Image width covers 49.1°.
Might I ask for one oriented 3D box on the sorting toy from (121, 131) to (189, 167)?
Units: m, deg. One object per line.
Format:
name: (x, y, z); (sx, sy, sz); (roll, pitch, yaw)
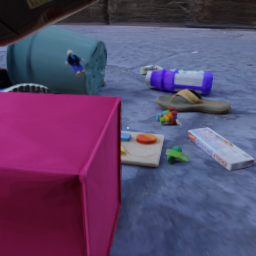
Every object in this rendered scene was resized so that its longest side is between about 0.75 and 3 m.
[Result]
sorting toy: (0.422, 0.433, 6.824); (2.113, 0.311, 1.562); (5, 25, 11)

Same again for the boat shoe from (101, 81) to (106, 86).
boat shoe: (-1.421, -2.118, 12.278); (0.505, 0.506, 1.402); (-36, 44, -4)

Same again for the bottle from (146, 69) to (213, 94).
bottle: (2.012, -1.875, 11.147); (2.565, 0.837, 1.071); (8, 14, 18)

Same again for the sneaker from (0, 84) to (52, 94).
sneaker: (-3.771, -0.841, 8.687); (2.850, 1.117, 1.282); (-11, 24, -23)

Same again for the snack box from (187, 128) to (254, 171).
snack box: (2.197, 0.454, 6.889); (0.641, 0.217, 1.782); (-9, 26, -18)

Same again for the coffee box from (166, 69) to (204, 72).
coffee box: (2.545, -2.398, 12.850); (1.742, 0.383, 1.071); (9, 26, 19)

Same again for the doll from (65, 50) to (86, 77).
doll: (-1.652, -2.051, 8.782); (0.624, 0.222, 0.915); (-23, 73, -28)

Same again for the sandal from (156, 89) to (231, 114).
sandal: (2.191, -0.957, 9.402); (2.463, 0.665, 0.989); (5, 25, 11)

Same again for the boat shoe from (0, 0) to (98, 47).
boat shoe: (-1.706, -1.966, 4.564); (2.789, 0.999, 1.062); (-19, 22, -9)

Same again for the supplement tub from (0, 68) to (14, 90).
supplement tub: (-5.508, -1.930, 11.003); (2.059, 1.101, 1.101); (16, 29, 33)

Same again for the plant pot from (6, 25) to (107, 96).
plant pot: (-2.435, -2.470, 10.502); (2.800, 2.859, 2.859); (13, 27, 10)

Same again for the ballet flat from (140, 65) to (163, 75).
ballet flat: (1.290, -2.867, 13.822); (1.369, 0.427, 0.462); (-5, 25, -12)

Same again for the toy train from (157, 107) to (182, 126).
toy train: (1.186, -0.244, 8.244); (0.562, 0.411, 0.972); (-12, 25, 0)

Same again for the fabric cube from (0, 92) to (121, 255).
fabric cube: (-1.299, 0.802, 3.855); (2.177, 2.142, 2.184); (3, 24, 6)
